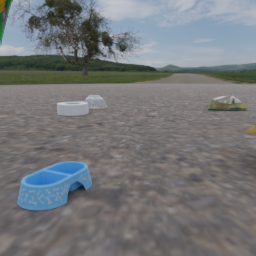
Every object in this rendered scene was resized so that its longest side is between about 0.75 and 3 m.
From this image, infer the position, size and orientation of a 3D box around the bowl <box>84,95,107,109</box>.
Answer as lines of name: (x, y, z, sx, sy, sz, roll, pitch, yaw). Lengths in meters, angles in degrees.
bowl: (-1.468, -1.162, 12.228, 1.108, 0.520, 1.108, -1, 11, 0)

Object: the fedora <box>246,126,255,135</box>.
fedora: (2.538, 0.312, 4.005, 1.646, 0.671, 1.646, -2, 7, 0)

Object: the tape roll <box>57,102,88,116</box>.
tape roll: (-1.999, -0.704, 10.143, 1.100, 0.385, 1.100, 0, 10, 0)

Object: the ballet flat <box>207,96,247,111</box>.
ballet flat: (3.999, -0.993, 11.200, 1.714, 0.606, 0.606, -1, 11, -8)

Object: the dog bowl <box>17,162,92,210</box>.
dog bowl: (-0.849, 0.648, 3.358, 0.569, 0.253, 1.021, 6, 13, 25)

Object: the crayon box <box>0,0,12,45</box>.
crayon box: (-3.590, -2.146, 4.913, 2.653, 1.576, 0.773, 16, 23, -21)
